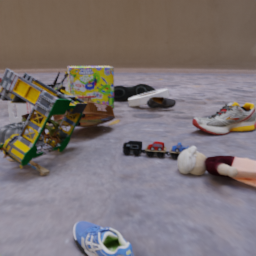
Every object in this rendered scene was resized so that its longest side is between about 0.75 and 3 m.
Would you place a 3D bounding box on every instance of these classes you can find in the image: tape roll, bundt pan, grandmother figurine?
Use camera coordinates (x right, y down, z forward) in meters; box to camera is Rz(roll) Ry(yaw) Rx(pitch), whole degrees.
[{"bbox_3d":[0.986,-1.464,13.495,2.004,0.366,2.004,-15,9,2],"label":"tape roll"},{"bbox_3d":[-3.015,0.164,7.995,1.385,0.520,1.385,1,15,0],"label":"bundt pan"},{"bbox_3d":[2.068,0.807,5.513,2.314,0.701,1.403,5,-7,31],"label":"grandmother figurine"}]

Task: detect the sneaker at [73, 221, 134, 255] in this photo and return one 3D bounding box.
[{"bbox_3d":[-0.298,1.412,3.502,0.447,0.455,1.180,-15,20,-40],"label":"sneaker"}]

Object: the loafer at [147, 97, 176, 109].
[{"bbox_3d":[1.516,-1.135,12.339,1.330,0.484,0.481,-4,-25,-15],"label":"loafer"}]

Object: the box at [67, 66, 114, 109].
[{"bbox_3d":[-1.743,-1.875,12.975,1.980,1.907,1.208,-3,15,-16],"label":"box"}]

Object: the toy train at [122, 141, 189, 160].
[{"bbox_3d":[0.721,0.520,6.900,1.773,0.406,0.302,4,10,14],"label":"toy train"}]

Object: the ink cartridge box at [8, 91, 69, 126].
[{"bbox_3d":[-3.077,-0.657,9.631,2.049,1.200,0.690,-7,12,-32],"label":"ink cartridge box"}]

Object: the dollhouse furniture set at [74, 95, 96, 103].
[{"bbox_3d":[-1.645,-0.756,10.739,0.759,1.004,1.866,-3,9,-11],"label":"dollhouse furniture set"}]

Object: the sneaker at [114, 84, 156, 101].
[{"bbox_3d":[0.321,-1.898,15.137,2.571,0.976,1.167,5,6,5],"label":"sneaker"}]

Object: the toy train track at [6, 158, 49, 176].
[{"bbox_3d":[-2.200,0.836,6.226,1.258,0.205,0.722,18,15,35],"label":"toy train track"}]

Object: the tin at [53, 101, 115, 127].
[{"bbox_3d":[-1.359,-0.397,8.835,1.311,0.490,2.341,-22,-11,25],"label":"tin"}]

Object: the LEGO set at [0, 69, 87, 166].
[{"bbox_3d":[-2.149,-0.343,6.435,1.466,1.946,2.530,31,18,8],"label":"LEGO set"}]

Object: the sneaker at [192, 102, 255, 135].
[{"bbox_3d":[3.135,-0.364,9.153,2.354,0.967,0.916,-7,17,-20],"label":"sneaker"}]
